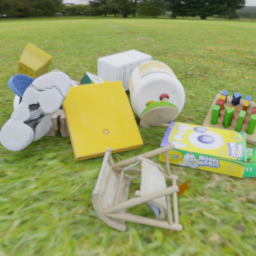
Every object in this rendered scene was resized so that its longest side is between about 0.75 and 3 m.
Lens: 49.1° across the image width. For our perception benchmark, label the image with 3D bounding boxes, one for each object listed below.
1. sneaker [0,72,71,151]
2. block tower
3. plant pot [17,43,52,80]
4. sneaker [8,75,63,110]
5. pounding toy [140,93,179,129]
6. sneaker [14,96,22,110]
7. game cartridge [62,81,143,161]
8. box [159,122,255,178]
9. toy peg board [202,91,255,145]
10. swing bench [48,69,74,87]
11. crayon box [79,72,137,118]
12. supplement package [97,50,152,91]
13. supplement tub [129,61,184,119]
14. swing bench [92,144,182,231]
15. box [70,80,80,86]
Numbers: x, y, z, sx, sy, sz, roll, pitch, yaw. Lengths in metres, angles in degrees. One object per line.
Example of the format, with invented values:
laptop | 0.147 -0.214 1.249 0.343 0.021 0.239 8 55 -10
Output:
sneaker | -2.901 -0.594 9.244 1.103 2.935 1.687 39 4 -5
block tower | -2.592 -0.195 10.616 2.953 0.854 0.798 3 27 3
plant pot | -4.511 -2.947 13.183 1.260 1.260 1.112 31 51 -9
sneaker | -3.630 -1.134 11.083 1.080 2.773 0.972 -9 63 34
pounding toy | 1.033 -0.648 9.849 1.310 1.697 0.787 -4 66 -5
sneaker | -4.022 -1.296 12.611 1.465 0.957 2.619 -1 26 1
game cartridge | -0.960 -0.340 9.671 2.311 0.425 2.622 -10 67 -19
box | 2.616 0.658 9.028 2.918 0.706 1.712 11 32 15
toy peg board | 4.111 -0.673 10.511 2.017 0.987 2.009 18 53 23
swing bench | -2.532 -1.315 11.392 1.177 1.805 1.815 -44 37 -1
crayon box | -0.812 -1.130 11.366 2.377 0.604 1.509 52 21 28
supplement package | -0.170 -2.913 14.349 2.471 1.449 1.444 -25 42 -36
supplement tub | 1.117 -1.642 11.986 2.110 2.110 2.917 -1 27 -2
swing bench | 0.271 1.435 6.984 1.947 1.263 1.937 -5 27 10
box | -2.608 -1.797 12.895 1.910 0.373 1.307 17 24 -22
